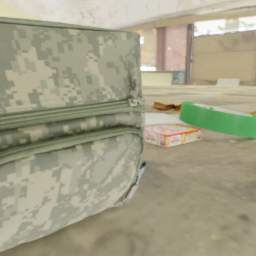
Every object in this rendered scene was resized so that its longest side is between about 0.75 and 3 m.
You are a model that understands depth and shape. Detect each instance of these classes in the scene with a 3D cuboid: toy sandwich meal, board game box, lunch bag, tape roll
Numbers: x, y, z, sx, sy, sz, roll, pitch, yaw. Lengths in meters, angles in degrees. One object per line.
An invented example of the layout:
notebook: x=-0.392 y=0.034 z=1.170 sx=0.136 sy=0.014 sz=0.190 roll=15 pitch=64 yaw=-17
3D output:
toy sandwich meal: x=2.024 y=-1.038 z=13.860 sx=1.593 sy=0.546 sz=1.593 roll=0 pitch=11 yaw=0
board game box: x=1.194 y=0.193 z=8.030 sx=1.497 sy=0.347 sz=1.134 roll=-9 pitch=14 yaw=-38
lunch bag: x=-1.156 y=0.109 z=3.240 sx=1.974 sy=2.377 sz=2.834 roll=10 pitch=16 yaw=44
tape roll: x=2.906 y=-0.304 z=8.894 sx=2.513 sy=0.604 sz=2.513 roll=11 pitch=11 yaw=-2

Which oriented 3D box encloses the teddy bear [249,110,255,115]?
teddy bear: x=5.602 y=-0.514 z=11.036 sx=1.338 sy=0.616 sz=1.846 roll=-5 pitch=12 yaw=-12

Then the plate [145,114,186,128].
plate: x=0.739 y=-0.200 z=10.033 sx=2.025 sy=0.327 sz=2.021 roll=-2 pitch=14 yaw=-16
